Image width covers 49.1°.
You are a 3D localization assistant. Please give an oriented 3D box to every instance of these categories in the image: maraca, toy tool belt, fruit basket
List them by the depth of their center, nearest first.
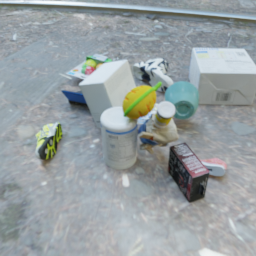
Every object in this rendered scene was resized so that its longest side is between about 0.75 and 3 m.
[{"bbox_3d":[0.469,-0.906,8.993,0.944,1.209,1.764,49,52,0],"label":"maraca"},{"bbox_3d":[0.758,0.231,9.451,1.252,2.038,1.272,-19,80,-12],"label":"toy tool belt"},{"bbox_3d":[-1.845,-3.134,14.902,2.022,1.023,2.183,20,36,20],"label":"fruit basket"}]

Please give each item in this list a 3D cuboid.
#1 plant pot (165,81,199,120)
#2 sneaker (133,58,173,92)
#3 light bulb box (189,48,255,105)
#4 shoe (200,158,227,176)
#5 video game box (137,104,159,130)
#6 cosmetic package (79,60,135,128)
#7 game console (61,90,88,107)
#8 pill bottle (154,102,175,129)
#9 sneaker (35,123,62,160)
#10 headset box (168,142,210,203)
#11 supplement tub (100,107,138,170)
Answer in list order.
[{"bbox_3d":[2.197,-1.006,11.394,1.428,1.428,1.146,4,34,6],"label":"plant pot"},{"bbox_3d":[1.747,-2.949,14.699,1.814,1.113,2.788,-32,37,-23],"label":"sneaker"},{"bbox_3d":[4.544,-2.573,13.733,2.727,1.717,2.751,2,38,3],"label":"light bulb box"},{"bbox_3d":[2.731,1.324,9.801,1.361,0.486,0.619,8,17,26],"label":"shoe"},{"bbox_3d":[0.650,-0.508,11.913,1.520,0.390,1.668,3,34,32],"label":"video game box"},{"bbox_3d":[-0.660,-1.371,11.375,1.249,2.033,2.026,1,35,31],"label":"cosmetic package"},{"bbox_3d":[-1.954,-1.549,13.005,1.729,1.023,1.476,13,40,15],"label":"game console"},{"bbox_3d":[1.020,-0.344,8.099,0.506,0.886,0.506,2,68,-4],"label":"pill bottle"},{"bbox_3d":[-3.131,0.537,10.637,0.799,0.789,2.092,-4,27,7],"label":"sneaker"},{"bbox_3d":[1.924,1.464,8.951,0.616,1.220,1.641,-15,39,-15],"label":"headset box"},{"bbox_3d":[-0.299,0.363,9.801,1.269,1.924,1.269,0,39,0],"label":"supplement tub"}]
